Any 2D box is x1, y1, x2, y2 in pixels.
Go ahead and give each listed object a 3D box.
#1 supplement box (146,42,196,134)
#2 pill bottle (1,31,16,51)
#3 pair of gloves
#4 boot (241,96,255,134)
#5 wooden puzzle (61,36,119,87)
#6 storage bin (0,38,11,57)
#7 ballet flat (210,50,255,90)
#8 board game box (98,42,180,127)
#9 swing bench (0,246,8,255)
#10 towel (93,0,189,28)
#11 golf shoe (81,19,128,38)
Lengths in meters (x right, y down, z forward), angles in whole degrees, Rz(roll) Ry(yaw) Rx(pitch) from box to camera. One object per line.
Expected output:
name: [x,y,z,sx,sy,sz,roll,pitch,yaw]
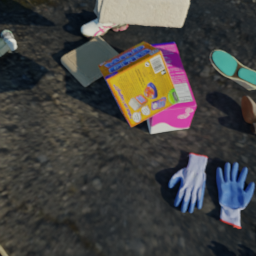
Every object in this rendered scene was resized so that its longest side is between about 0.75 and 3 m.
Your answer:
supplement box: [1.185,-1.416,9.751,1.467,1.437,2.839,-7,61,-4]
pill bottle: [-4.916,-3.593,11.560,0.460,0.460,0.813,-24,63,-13]
pair of gloves: [2.540,1.812,8.594,2.517,0.287,2.024,17,61,8]
boot: [4.770,-0.360,9.712,1.279,0.614,1.749,1,61,-7]
wooden puzzle: [-1.435,-2.640,11.122,1.916,0.357,1.773,-38,67,-14]
storage bin: [-5.725,-2.959,11.061,1.528,0.721,1.539,27,63,14]
ballet flat: [3.278,-1.757,8.758,1.922,0.668,0.668,30,63,-7]
board game box: [0.243,-1.184,7.366,1.440,1.441,1.440,-28,29,-1]
swing bench: [-4.179,3.730,6.907,2.166,1.405,2.155,-43,69,-15]
towel: [0.511,-3.910,8.082,2.903,1.924,0.500,-2,44,-17]
golf shoe: [-1.019,-4.471,11.782,2.098,0.966,0.762,-20,63,-10]
